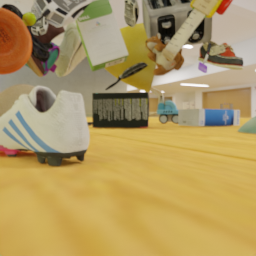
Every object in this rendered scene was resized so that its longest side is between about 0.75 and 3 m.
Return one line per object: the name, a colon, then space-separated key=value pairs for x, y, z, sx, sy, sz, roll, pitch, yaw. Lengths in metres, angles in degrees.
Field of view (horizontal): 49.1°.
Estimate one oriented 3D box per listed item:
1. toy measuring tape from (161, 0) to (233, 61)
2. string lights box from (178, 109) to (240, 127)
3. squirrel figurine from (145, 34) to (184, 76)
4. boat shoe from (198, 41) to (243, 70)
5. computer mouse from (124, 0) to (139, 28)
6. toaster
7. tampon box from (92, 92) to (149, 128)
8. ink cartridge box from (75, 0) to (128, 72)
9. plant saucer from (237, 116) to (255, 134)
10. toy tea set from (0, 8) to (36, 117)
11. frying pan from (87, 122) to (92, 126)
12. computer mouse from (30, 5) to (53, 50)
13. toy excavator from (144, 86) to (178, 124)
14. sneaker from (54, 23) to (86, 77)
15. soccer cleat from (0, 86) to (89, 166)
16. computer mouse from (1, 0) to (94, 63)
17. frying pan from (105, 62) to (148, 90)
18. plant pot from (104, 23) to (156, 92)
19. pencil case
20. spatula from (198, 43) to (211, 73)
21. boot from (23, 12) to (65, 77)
toy measuring tape: x=1.386 y=-2.197 z=5.394 sx=0.828 sy=2.250 sz=0.828 roll=35 pitch=3 yaw=-2
string lights box: x=2.958 y=-0.369 z=10.214 sx=2.060 sy=0.607 sz=1.059 roll=-2 pitch=3 yaw=-30
squirrel figurine: x=0.732 y=-1.535 z=5.744 sx=0.848 sy=0.600 sz=0.792 roll=-7 pitch=51 yaw=-38
boat shoe: x=2.868 y=-2.289 z=8.734 sx=0.841 sy=0.739 sz=2.363 roll=10 pitch=19 yaw=-13
computer mouse: x=0.123 y=-3.904 z=8.805 sx=0.815 sy=1.486 sz=0.326 roll=37 pitch=60 yaw=25
toaster: x=1.415 y=-3.416 z=8.488 sx=1.855 sy=2.052 sz=1.217 roll=-10 pitch=-40 yaw=1
tampon box: x=-0.189 y=-0.556 z=9.051 sx=1.729 sy=1.092 sz=1.296 roll=0 pitch=3 yaw=5
ink cartridge box: x=-0.775 y=-2.524 z=7.248 sx=0.975 sy=1.877 sz=0.557 roll=-20 pitch=-1 yaw=-9
plant saucer: x=3.881 y=-0.121 z=6.388 sx=2.598 sy=0.500 sz=2.598 roll=0 pitch=3 yaw=0
toy tea set: x=-2.331 y=-0.558 z=3.285 sx=2.869 sy=1.706 sz=1.062 roll=-7 pitch=14 yaw=-24
frying pan: x=-1.908 y=-0.173 z=10.751 sx=1.182 sy=0.192 sz=0.715 roll=-2 pitch=2 yaw=7
computer mouse: x=-2.354 y=-2.720 z=7.542 sx=0.687 sy=1.253 sz=0.275 roll=0 pitch=-1 yaw=12
toy excavator: x=1.677 y=-1.112 z=13.288 sx=1.774 sy=1.825 sz=0.911 roll=1 pitch=2 yaw=12
sneaker: x=-2.107 y=-2.972 z=11.155 sx=1.178 sy=1.118 sz=2.926 roll=-22 pitch=-8 yaw=-40
soccer cleat: x=-0.945 y=-0.048 z=2.714 sx=1.550 sy=0.669 sz=0.541 roll=1 pitch=3 yaw=38
computer mouse: x=-1.585 y=-2.660 z=6.325 sx=2.487 sy=1.364 sz=0.546 roll=-50 pitch=7 yaw=-26
frying pan: x=-0.025 y=-1.866 z=9.842 sx=1.669 sy=0.272 sz=1.010 roll=-25 pitch=4 yaw=39
plant pot: x=0.101 y=-3.130 z=12.013 sx=2.083 sy=2.934 sz=2.934 roll=8 pitch=2 yaw=-2
pencil case: x=-4.017 y=-3.019 z=10.010 sx=2.990 sy=1.272 sz=1.382 roll=28 pitch=-18 yaw=1
spatula: x=2.146 y=-1.938 z=7.709 sx=0.296 sy=1.047 sz=0.108 roll=26 pitch=-20 yaw=-13
boot: x=-2.642 y=-2.734 z=8.782 sx=1.578 sy=1.898 sz=0.687 roll=-32 pitch=16 yaw=-21
